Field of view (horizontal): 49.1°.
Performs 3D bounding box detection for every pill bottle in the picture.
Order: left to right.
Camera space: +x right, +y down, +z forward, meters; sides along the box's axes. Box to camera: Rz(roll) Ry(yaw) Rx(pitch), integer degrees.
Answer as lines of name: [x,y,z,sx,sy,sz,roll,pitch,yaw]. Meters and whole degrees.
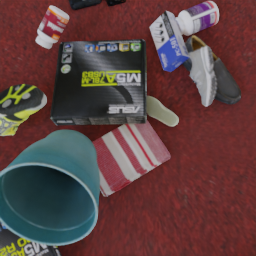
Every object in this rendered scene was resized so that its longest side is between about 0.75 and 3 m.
pill bottle: [-2.359,-3.077,8.633,0.660,0.660,1.169,40,110,14]
pill bottle: [2.262,-3.658,9.454,1.448,0.814,0.814,-24,71,-9]

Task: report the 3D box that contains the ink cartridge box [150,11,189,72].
ink cartridge box: [1.315,-2.813,9.106,0.393,0.836,1.778,3,64,-40]

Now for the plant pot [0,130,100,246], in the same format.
plant pot: [-1.670,1.154,6.649,2.239,2.239,2.104,4,28,2]

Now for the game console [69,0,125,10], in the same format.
game console: [-1.167,-4.862,10.224,2.040,0.246,1.203,-18,70,-8]

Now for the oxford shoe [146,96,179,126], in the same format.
oxford shoe: [0.976,-0.482,8.508,1.391,0.402,0.523,38,102,27]

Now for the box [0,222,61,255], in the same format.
box: [-3.124,3.342,6.931,2.650,0.587,2.123,-27,72,-10]

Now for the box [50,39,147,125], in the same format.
box: [-0.824,-1.424,8.619,2.798,0.665,2.702,0,66,5]

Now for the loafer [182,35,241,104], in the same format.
loafer: [2.564,-1.792,8.698,0.915,0.908,2.513,-38,75,-14]

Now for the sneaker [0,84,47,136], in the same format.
sneaker: [-3.283,-0.388,7.766,2.664,1.018,1.004,-15,46,21]

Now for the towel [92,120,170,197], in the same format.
towel: [-0.096,0.743,8.103,2.232,0.254,1.608,-30,71,-11]

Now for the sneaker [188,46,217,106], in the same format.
sneaker: [2.188,-1.497,8.330,0.706,0.644,1.722,-2,101,34]
